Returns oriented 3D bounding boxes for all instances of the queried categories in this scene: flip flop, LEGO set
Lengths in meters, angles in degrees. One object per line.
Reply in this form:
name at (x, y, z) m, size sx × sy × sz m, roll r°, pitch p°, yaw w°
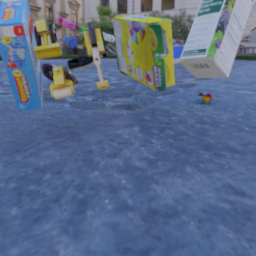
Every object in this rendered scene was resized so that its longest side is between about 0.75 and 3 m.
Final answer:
flip flop at (-0.135, -2.268, 9.913) m, size 2.215 × 0.638 × 0.898 m, roll 48°, pitch 5°, yaw 29°
LEGO set at (-1.538, -3.289, 10.545) m, size 2.287 × 0.872 × 0.939 m, roll 8°, pitch 28°, yaw -32°

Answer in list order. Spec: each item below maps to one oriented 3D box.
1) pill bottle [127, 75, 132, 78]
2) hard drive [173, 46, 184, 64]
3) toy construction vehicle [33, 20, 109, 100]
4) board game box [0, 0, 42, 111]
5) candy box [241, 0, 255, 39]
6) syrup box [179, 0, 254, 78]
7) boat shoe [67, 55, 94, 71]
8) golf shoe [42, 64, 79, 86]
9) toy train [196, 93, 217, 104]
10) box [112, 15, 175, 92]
pill bottle at (0.377, -3.364, 13.250) m, size 1.532 × 1.532 × 2.681 m, roll 0°, pitch -2°, yaw 1°
hard drive at (1.761, -2.902, 11.086) m, size 2.363 × 0.300 × 1.559 m, roll -19°, pitch 32°, yaw -36°
toy construction vehicle at (-1.748, -2.237, 8.518) m, size 2.180 × 2.504 × 0.882 m, roll -9°, pitch -6°, yaw -2°
board game box at (-3.507, -2.498, 9.297) m, size 0.795 × 2.784 × 2.843 m, roll -9°, pitch 38°, yaw -10°
candy box at (3.307, -3.028, 8.242) m, size 2.085 × 0.746 × 1.749 m, roll -30°, pitch 3°, yaw 34°
syrup box at (2.132, -2.371, 6.661) m, size 0.891 × 2.262 × 0.921 m, roll 10°, pitch -14°, yaw 46°
boat shoe at (-1.858, -2.740, 11.494) m, size 1.451 × 0.452 × 0.541 m, roll -13°, pitch 35°, yaw 16°
golf shoe at (-2.871, -2.216, 11.844) m, size 1.690 × 0.614 × 0.778 m, roll 28°, pitch 20°, yaw 10°
toy train at (4.245, -1.501, 14.895) m, size 1.183 × 0.501 × 0.685 m, roll 8°, pitch 30°, yaw 23°
box at (0.383, -1.900, 6.795) m, size 0.621 × 1.505 × 2.566 m, roll -16°, pitch 28°, yaw -15°
